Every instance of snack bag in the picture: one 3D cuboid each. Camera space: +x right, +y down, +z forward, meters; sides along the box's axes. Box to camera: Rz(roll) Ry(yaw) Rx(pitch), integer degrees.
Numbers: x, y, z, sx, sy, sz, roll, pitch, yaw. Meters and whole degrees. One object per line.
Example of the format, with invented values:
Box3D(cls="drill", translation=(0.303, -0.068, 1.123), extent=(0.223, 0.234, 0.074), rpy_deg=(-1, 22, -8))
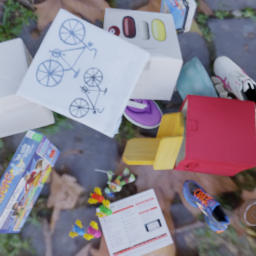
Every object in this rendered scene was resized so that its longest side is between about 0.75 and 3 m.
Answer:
Box3D(cls="snack bag", translation=(-1.026, -1.396, 6.990), extent=(2.665, 0.285, 2.513), rpy_deg=(24, 81, -2))

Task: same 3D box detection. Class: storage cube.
Box3D(cls="storage cube", translation=(2.393, 0.267, 8.013), extent=(1.856, 1.765, 2.065), rpy_deg=(7, 71, 2))

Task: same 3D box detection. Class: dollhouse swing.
Box3D(cls="dollhouse swing", translation=(0.700, 0.256, 7.936), extent=(1.390, 1.437, 1.581), rpy_deg=(14, 28, 3))

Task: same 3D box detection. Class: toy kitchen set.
Box3D(cls="toy kitchen set", translation=(2.633, -0.891, 9.067), extent=(0.999, 0.734, 1.247), rpy_deg=(-15, 57, -3))

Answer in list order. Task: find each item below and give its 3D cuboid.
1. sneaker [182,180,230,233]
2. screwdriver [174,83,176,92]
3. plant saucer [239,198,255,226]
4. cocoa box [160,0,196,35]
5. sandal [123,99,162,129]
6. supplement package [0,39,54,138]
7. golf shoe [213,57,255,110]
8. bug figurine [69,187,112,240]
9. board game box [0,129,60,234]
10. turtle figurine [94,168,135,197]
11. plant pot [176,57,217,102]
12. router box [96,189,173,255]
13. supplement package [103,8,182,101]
Box3D(cls="sneaker", translation=(2.244, 2.128, 7.910), extent=(0.640, 0.666, 1.699), rpy_deg=(-36, 76, -26))
Box3D(cls="screwdriver", translation=(1.494, -1.666, 8.946), extent=(0.299, 0.312, 2.144), rpy_deg=(-8, 40, 14))
Box3D(cls="plant saucer", translation=(3.580, 2.400, 7.907), extent=(0.870, 0.150, 0.870), rpy_deg=(-2, 101, -11))
Box3D(cls="cocoa box", translation=(1.668, -3.981, 9.687), extent=(0.876, 1.336, 0.891), rpy_deg=(-18, 73, -3))
Box3D(cls="sandal", translation=(0.075, -1.028, 9.048), extent=(1.066, 0.644, 2.620), rpy_deg=(-39, 75, -12))
Box3D(cls="supplement package", translation=(-3.642, -0.993, 8.155), extent=(2.217, 2.318, 1.705), rpy_deg=(-16, 72, -6))
Box3D(cls="golf shoe", translation=(3.612, -1.415, 8.947), extent=(0.881, 1.117, 2.426), rpy_deg=(-25, 72, -8))
Box3D(cls="bug figurine", translation=(-0.970, 2.451, 7.722), extent=(1.151, 0.382, 1.485), rpy_deg=(11, 65, 52))
Box3D(cls="board game box", translation=(-2.822, 1.507, 7.591), extent=(0.448, 1.762, 2.603), rpy_deg=(21, 72, 9))
Box3D(cls="turtle figurine", translation=(-0.317, 1.480, 8.120), extent=(0.909, 0.675, 0.937), rpy_deg=(-28, 105, -24))
Box3D(cls="plant pot", translation=(2.028, -1.358, 8.861), extent=(0.981, 1.464, 1.464), rpy_deg=(-28, 72, 14))
Box3D(cls="router box", translation=(0.163, 2.748, 7.867), extent=(1.728, 0.422, 1.551), rpy_deg=(-18, 72, -6))
Box3D(cls="supplement package", translation=(0.284, -2.216, 8.508), extent=(2.135, 1.642, 2.233), rpy_deg=(2, 53, -7))
